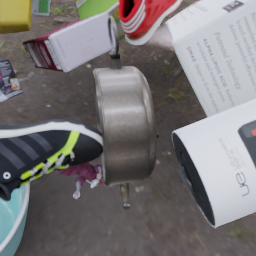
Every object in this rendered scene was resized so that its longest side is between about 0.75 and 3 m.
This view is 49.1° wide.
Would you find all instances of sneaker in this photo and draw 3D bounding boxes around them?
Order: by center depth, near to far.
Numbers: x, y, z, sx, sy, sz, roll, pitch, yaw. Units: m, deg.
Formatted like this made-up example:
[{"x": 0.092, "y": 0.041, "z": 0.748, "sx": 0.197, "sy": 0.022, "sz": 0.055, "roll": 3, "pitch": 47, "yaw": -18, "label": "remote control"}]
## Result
[{"x": -1.362, "y": 0.501, "z": 3.540, "sx": 2.305, "sy": 0.826, "sz": 0.954, "roll": -2, "pitch": 52, "yaw": -21, "label": "sneaker"}, {"x": 0.551, "y": -2.853, "z": 5.778, "sx": 0.838, "sy": 1.236, "sz": 2.139, "roll": 27, "pitch": 85, "yaw": 18, "label": "sneaker"}]

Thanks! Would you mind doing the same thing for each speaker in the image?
[{"x": 1.862, "y": 0.060, "z": 2.952, "sx": 2.686, "sy": 1.091, "sz": 1.091, "roll": -21, "pitch": 50, "yaw": 0, "label": "speaker"}]

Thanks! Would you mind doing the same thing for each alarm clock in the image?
[{"x": -0.097, "y": -0.297, "z": 4.349, "sx": 0.895, "sy": 2.690, "sz": 1.814, "roll": -9, "pitch": 23, "yaw": -6, "label": "alarm clock"}]

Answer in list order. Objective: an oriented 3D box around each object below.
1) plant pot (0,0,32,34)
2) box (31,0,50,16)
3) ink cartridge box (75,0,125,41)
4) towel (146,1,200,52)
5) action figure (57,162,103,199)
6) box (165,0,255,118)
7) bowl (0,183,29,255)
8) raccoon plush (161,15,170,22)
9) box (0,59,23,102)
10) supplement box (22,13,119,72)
[{"x": -2.606, "y": -2.592, "z": 5.561, "sx": 1.294, "sy": 1.468, "sz": 1.467, "roll": 5, "pitch": 10, "yaw": -18, "label": "plant pot"}, {"x": -3.169, "y": -4.197, "z": 8.522, "sx": 1.265, "sy": 1.259, "sz": 1.084, "roll": 23, "pitch": 27, "yaw": 21, "label": "box"}, {"x": -0.636, "y": -3.381, "z": 7.158, "sx": 2.787, "sy": 2.060, "sz": 1.056, "roll": -5, "pitch": 77, "yaw": -51, "label": "ink cartridge box"}, {"x": 1.982, "y": -2.989, "z": 8.214, "sx": 2.398, "sy": 0.405, "sz": 2.511, "roll": -37, "pitch": 33, "yaw": -10, "label": "towel"}, {"x": -0.853, "y": 0.758, "z": 5.176, "sx": 0.720, "sy": 1.075, "sz": 0.801, "roll": -30, "pitch": 44, "yaw": 11, "label": "action figure"}, {"x": 2.046, "y": -1.147, "z": 5.330, "sx": 1.687, "sy": 2.581, "sz": 2.567, "roll": -26, "pitch": 22, "yaw": 16, "label": "box"}, {"x": -3.250, "y": 1.864, "z": 5.405, "sx": 2.990, "sy": 1.564, "sz": 2.990, "roll": -1, "pitch": 47, "yaw": 1, "label": "bowl"}, {"x": 0.834, "y": -4.024, "z": 8.691, "sx": 0.753, "sy": 1.557, "sz": 1.043, "roll": -18, "pitch": 31, "yaw": -1, "label": "raccoon plush"}, {"x": -3.130, "y": -0.798, "z": 5.750, "sx": 1.423, "sy": 0.816, "sz": 0.940, "roll": -18, "pitch": 15, "yaw": 10, "label": "box"}, {"x": -1.429, "y": -1.932, "z": 6.461, "sx": 1.340, "sy": 0.749, "sz": 2.461, "roll": -33, "pitch": 28, "yaw": -21, "label": "supplement box"}]
